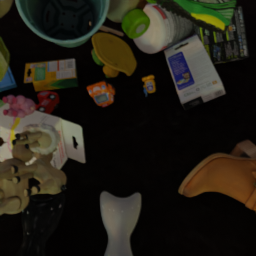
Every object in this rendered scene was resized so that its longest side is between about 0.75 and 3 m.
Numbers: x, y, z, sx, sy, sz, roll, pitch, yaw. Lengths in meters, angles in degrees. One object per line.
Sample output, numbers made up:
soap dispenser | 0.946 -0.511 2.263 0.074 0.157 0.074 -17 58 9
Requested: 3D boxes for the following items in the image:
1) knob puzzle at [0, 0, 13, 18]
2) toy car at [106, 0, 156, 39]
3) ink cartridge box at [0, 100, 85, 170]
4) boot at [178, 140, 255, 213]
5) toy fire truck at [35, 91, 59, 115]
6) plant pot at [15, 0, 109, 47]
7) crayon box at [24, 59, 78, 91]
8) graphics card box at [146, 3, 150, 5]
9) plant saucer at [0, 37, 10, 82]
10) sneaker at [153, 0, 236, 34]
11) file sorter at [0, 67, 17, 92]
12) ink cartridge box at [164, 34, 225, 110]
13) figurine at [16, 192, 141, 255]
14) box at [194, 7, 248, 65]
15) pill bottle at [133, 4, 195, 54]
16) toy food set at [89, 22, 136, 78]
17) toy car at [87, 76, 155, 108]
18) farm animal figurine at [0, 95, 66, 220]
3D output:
knob puzzle | -4.004 -3.728 7.655 1.993 1.993 0.276 -16 14 -14
toy car | 0.630 -3.872 7.604 2.567 2.025 2.108 -21 68 -39
ink cartridge box | -2.460 0.357 7.089 2.593 1.518 0.873 16 45 14
boot | 2.680 1.484 6.573 2.570 0.947 1.988 -25 58 -17
toy fire truck | -3.101 -0.516 8.581 1.290 0.446 1.829 16 51 13
plant pot | -1.554 -2.931 6.996 2.008 2.008 1.967 -10 7 -8
crayon box | -2.653 -1.832 9.719 1.717 0.443 1.079 -7 49 -7
graphics card box | 1.271 -5.520 13.014 1.074 0.273 0.674 28 55 23
plant saucer | -3.435 -2.172 6.901 0.425 1.776 1.774 -24 34 -8
sneaker | 1.303 -2.694 5.721 2.058 0.877 0.803 14 15 -26
file sorter | -5.080 -2.349 9.517 1.625 1.437 2.342 -22 53 -17
ink cartridge box | 2.137 -1.960 9.458 1.339 0.524 2.827 -23 50 17
figurine | -0.979 2.504 5.583 2.894 1.246 2.823 -1 45 -2
box | 3.393 -3.329 10.247 1.819 1.884 0.448 -13 7 -8
pill bottle | 1.662 -4.040 10.725 2.929 1.668 1.668 -30 55 -33
toy food set | -0.690 -2.663 10.291 1.548 0.860 2.632 6 47 -27
toy car | -0.120 -1.178 8.838 2.227 1.093 0.741 -14 82 -3
farm animal figurine | -1.532 0.451 4.162 0.905 1.799 1.453 -8 69 -58
